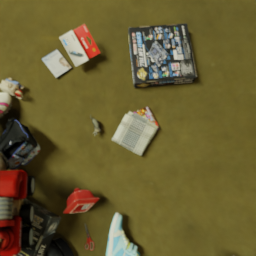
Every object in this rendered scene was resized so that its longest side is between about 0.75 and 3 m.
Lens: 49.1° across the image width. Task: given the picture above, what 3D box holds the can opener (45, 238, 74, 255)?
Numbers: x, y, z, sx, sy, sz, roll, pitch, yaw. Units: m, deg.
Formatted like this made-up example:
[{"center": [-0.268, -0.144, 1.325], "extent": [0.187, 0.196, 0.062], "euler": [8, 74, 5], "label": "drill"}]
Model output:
[{"center": [-2.566, 3.283, 8.108], "extent": [2.250, 0.885, 0.713], "euler": [41, 105, 16], "label": "can opener"}]

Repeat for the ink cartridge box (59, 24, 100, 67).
[{"center": [-1.573, -2.696, 9.174], "extent": [0.935, 0.237, 1.061], "euler": [-28, 110, 5], "label": "ink cartridge box"}]

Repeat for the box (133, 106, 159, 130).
[{"center": [0.578, -0.221, 9.212], "extent": [0.585, 0.167, 0.855], "euler": [-26, 77, -6], "label": "box"}]

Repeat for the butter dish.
[{"center": [-1.419, 2.056, 8.144], "extent": [0.851, 0.854, 0.631], "euler": [8, 46, -40], "label": "butter dish"}]

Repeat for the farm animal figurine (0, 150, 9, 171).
[{"center": [-4.596, 1.135, 8.005], "extent": [2.083, 2.580, 1.297], "euler": [-36, 118, -25], "label": "farm animal figurine"}]

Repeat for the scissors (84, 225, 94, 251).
[{"center": [-1.166, 3.261, 8.384], "extent": [0.284, 0.054, 0.775], "euler": [-3, 74, 2], "label": "scissors"}]

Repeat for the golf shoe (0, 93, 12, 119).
[{"center": [-4.440, -0.581, 8.429], "extent": [0.830, 1.053, 2.286], "euler": [0, 34, 26], "label": "golf shoe"}]

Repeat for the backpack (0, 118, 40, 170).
[{"center": [-3.438, 0.589, 8.481], "extent": [1.289, 1.042, 1.353], "euler": [-43, 46, -5], "label": "backpack"}]

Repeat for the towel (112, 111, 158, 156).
[{"center": [0.218, 0.155, 8.937], "extent": [1.117, 0.200, 1.160], "euler": [29, 79, 9], "label": "towel"}]

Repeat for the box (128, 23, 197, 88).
[{"center": [1.123, -2.495, 9.623], "extent": [2.094, 0.524, 2.110], "euler": [-6, 76, -1], "label": "box"}]

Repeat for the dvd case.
[{"center": [-2.482, -2.244, 9.759], "extent": [0.677, 0.083, 0.948], "euler": [-37, 77, -12], "label": "dvd case"}]

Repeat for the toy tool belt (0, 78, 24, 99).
[{"center": [-3.777, -1.374, 9.292], "extent": [0.897, 0.560, 0.551], "euler": [19, 64, 20], "label": "toy tool belt"}]

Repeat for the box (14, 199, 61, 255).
[{"center": [-3.591, 2.971, 7.780], "extent": [2.815, 0.613, 2.255], "euler": [19, 78, 18], "label": "box"}]

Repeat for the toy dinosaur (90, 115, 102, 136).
[{"center": [-1.036, -0.113, 9.070], "extent": [0.298, 0.396, 0.775], "euler": [-13, 77, -3], "label": "toy dinosaur"}]

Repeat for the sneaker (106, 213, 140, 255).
[{"center": [-0.094, 3.266, 8.114], "extent": [0.968, 0.590, 1.483], "euler": [8, 85, 4], "label": "sneaker"}]

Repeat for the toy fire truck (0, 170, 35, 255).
[{"center": [-3.038, 1.885, 6.225], "extent": [1.423, 2.212, 1.947], "euler": [-1, 74, -7], "label": "toy fire truck"}]
